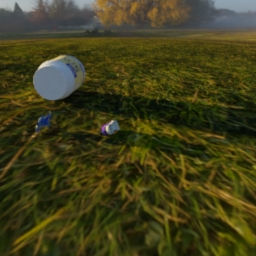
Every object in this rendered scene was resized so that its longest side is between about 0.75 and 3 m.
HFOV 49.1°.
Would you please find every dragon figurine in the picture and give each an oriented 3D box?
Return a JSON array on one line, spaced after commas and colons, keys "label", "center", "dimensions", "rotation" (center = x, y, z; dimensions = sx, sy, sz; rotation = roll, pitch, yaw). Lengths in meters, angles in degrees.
[{"label": "dragon figurine", "center": [-3.212, -0.290, 10.656], "dimensions": [0.528, 0.313, 1.063], "rotation": [20, 55, -28]}]

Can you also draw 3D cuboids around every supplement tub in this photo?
[{"label": "supplement tub", "center": [-3.524, -2.601, 14.503], "dimensions": [1.967, 1.967, 2.706], "rotation": [3, 22, 7]}]

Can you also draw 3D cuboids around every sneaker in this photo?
[{"label": "sneaker", "center": [-0.751, 0.033, 10.244], "dimensions": [0.583, 0.407, 1.171], "rotation": [-19, 4, 20]}]
